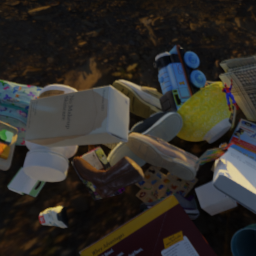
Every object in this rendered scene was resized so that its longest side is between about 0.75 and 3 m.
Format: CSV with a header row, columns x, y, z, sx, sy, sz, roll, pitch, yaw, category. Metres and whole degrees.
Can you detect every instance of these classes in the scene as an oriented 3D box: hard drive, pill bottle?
x,y,z,sx,sy,sz,roll,pitch,yaw,category
2.939,1.252,6.628,1.828,0.370,2.772,31,18,12,hard drive
-2.083,0.151,7.912,1.428,1.428,2.497,4,59,3,pill bottle

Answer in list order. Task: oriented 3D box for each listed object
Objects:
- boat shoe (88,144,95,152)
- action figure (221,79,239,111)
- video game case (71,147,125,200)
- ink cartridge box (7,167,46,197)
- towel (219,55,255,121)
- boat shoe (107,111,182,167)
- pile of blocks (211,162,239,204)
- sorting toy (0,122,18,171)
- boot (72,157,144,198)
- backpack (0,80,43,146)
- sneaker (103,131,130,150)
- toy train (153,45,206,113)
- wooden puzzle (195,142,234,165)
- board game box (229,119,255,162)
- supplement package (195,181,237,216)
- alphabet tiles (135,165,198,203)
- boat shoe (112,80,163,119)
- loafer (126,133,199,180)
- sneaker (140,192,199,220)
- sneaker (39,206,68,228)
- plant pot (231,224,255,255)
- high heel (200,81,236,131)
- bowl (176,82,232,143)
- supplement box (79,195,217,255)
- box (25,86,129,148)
x,y,z,sx,sy,sz,roll,pitch,yaw,category
-1.223,0.450,9.242,0.280,0.263,0.779,-5,58,-15,boat shoe
2.818,-0.983,7.801,0.319,0.483,0.977,-11,48,10,action figure
-0.883,1.325,7.843,0.266,1.486,1.347,-31,91,-40,video game case
-3.107,1.733,8.761,1.044,0.250,0.760,17,52,14,ink cartridge box
4.253,-1.174,8.944,0.453,2.625,2.527,-40,17,-14,towel
0.416,0.382,8.290,2.655,1.004,0.801,-30,23,-20,boat shoe
3.609,1.969,8.342,2.583,1.060,0.803,30,98,36,pile of blocks
-3.468,0.313,7.149,1.211,0.239,1.309,31,40,-34,sorting toy
-0.467,0.940,6.591,1.348,1.447,0.465,47,38,-10,boot
-3.636,-0.464,9.428,2.341,2.078,1.762,3,53,-9,backpack
-0.395,0.267,9.700,0.961,0.891,2.372,-18,51,-35,sneaker
1.792,-1.487,9.666,1.576,1.196,2.759,-8,78,-26,toy train
1.907,0.614,6.294,0.611,1.031,0.072,-10,62,-19,wooden puzzle
4.330,0.838,8.822,2.295,0.641,2.247,26,37,20,board game box
2.479,1.966,7.920,0.806,0.843,0.620,-29,48,20,supplement package
1.128,1.796,8.830,1.459,0.066,1.745,35,59,24,alphabet tiles
0.683,-1.005,10.609,2.806,1.049,0.960,37,56,16,boat shoe
0.895,0.643,7.278,1.979,0.712,0.622,28,48,12,loafer
1.165,2.207,8.124,1.722,0.641,0.754,9,50,-9,sneaker
-1.911,2.312,7.111,0.710,1.518,0.535,-11,79,-14,sneaker
3.393,2.954,7.106,1.103,1.174,1.174,-6,42,-48,plant pot
3.071,-0.862,10.606,1.808,0.906,2.537,2,48,12,high heel
2.613,-0.248,9.209,2.304,2.304,1.240,-28,66,-21,bowl
0.693,3.364,6.204,2.465,1.659,2.499,-29,57,-10,supplement box
-1.143,-0.181,6.276,2.243,0.872,1.065,-7,72,27,box
